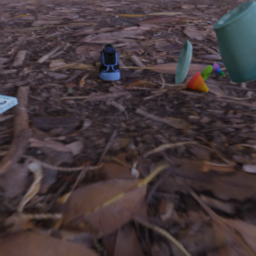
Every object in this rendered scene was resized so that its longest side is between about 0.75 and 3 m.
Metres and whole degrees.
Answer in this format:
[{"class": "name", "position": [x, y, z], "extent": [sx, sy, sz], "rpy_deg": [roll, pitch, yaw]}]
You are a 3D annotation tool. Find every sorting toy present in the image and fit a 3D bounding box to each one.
[{"class": "sorting toy", "position": [3.186, -1.907, 10.999], "extent": [0.756, 0.761, 2.194], "rpy_deg": [43, 49, 18]}]

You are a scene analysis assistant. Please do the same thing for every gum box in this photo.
[{"class": "gum box", "position": [-4.370, -0.773, 9.347], "extent": [0.828, 0.217, 0.974], "rpy_deg": [11, 33, 18]}]

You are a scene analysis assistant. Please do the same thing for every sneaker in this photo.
[{"class": "sneaker", "position": [-0.840, -2.875, 12.067], "extent": [0.910, 1.011, 2.594], "rpy_deg": [-3, 31, -7]}]

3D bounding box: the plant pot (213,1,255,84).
[{"class": "plant pot", "position": [3.013, -2.242, 7.100], "extent": [1.632, 1.534, 1.632], "rpy_deg": [-34, 18, 13]}]

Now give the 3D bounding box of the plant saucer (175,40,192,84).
[{"class": "plant saucer", "position": [1.532, -1.785, 7.706], "extent": [0.165, 1.207, 1.207], "rpy_deg": [10, 31, -2]}]
